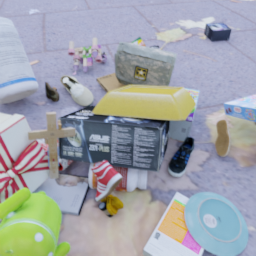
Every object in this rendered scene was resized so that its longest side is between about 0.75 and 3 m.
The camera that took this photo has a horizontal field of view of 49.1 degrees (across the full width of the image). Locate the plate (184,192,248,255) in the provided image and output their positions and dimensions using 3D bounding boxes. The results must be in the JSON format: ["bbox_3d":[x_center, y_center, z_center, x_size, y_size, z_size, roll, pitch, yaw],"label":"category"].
[{"bbox_3d":[2.350,2.428,7.333,1.787,0.228,1.787,10,46,-10],"label":"plate"}]

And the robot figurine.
[{"bbox_3d":[-2.148,2.279,6.101,1.248,1.893,2.158,-26,17,1],"label":"robot figurine"}]

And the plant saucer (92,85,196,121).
[{"bbox_3d":[0.634,-0.912,8.880,2.736,0.663,2.737,5,16,19],"label":"plant saucer"}]

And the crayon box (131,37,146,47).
[{"bbox_3d":[0.341,-3.856,14.314,1.291,0.436,1.497,-32,41,11],"label":"crayon box"}]

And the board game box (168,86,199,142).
[{"bbox_3d":[1.967,-0.560,10.478,1.012,1.030,1.964,13,42,12],"label":"board game box"}]

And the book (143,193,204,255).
[{"bbox_3d":[1.384,2.724,7.182,1.262,0.454,1.890,25,47,22],"label":"book"}]

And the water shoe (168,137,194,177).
[{"bbox_3d":[1.728,0.888,9.119,0.570,0.630,1.595,18,44,19],"label":"water shoe"}]

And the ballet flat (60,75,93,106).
[{"bbox_3d":[-2.277,-1.663,11.931,0.785,0.785,2.259,-24,43,-26],"label":"ballet flat"}]

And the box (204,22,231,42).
[{"bbox_3d":[5.339,-5.742,16.726,1.162,0.716,1.153,-7,43,-8],"label":"box"}]

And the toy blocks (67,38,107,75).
[{"bbox_3d":[-1.961,-3.302,13.764,1.572,1.682,1.416,-5,73,11],"label":"toy blocks"}]

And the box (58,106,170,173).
[{"bbox_3d":[-0.296,0.189,8.623,2.932,1.263,2.401,6,14,13],"label":"box"}]

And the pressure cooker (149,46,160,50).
[{"bbox_3d":[1.338,-3.780,14.388,0.784,0.796,0.891,-19,45,-16],"label":"pressure cooker"}]

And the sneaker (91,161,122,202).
[{"bbox_3d":[-0.678,1.352,7.254,0.757,1.345,0.479,48,45,14],"label":"sneaker"}]

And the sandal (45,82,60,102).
[{"bbox_3d":[-3.155,-1.509,11.826,0.424,0.635,1.555,-10,26,-34],"label":"sandal"}]

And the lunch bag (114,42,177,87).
[{"bbox_3d":[0.663,-2.367,11.048,2.196,2.678,1.574,16,86,5],"label":"lunch bag"}]

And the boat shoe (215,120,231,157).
[{"bbox_3d":[3.342,0.402,9.686,0.523,0.491,1.419,-13,52,37],"label":"boat shoe"}]

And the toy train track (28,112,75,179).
[{"bbox_3d":[-2.073,0.479,7.677,1.200,2.091,0.340,-4,31,-18],"label":"toy train track"}]

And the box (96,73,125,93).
[{"bbox_3d":[-0.278,-2.020,12.664,1.844,0.196,1.507,-23,54,-27],"label":"box"}]

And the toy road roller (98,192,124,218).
[{"bbox_3d":[-0.426,2.037,7.756,0.580,0.488,0.795,-24,34,21],"label":"toy road roller"}]

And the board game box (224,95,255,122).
[{"bbox_3d":[4.871,-0.710,9.182,2.157,0.522,2.851,-15,12,-10],"label":"board game box"}]

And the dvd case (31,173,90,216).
[{"bbox_3d":[-2.129,1.881,8.337,1.827,0.160,1.304,6,42,8],"label":"dvd case"}]

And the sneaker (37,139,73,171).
[{"bbox_3d":[-2.667,0.813,9.212,1.840,0.614,0.986,17,40,14],"label":"sneaker"}]

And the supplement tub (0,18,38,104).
[{"bbox_3d":[-4.961,-2.578,11.114,1.927,2.921,1.927,-20,3,1],"label":"supplement tub"}]

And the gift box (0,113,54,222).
[{"bbox_3d":[-3.612,1.064,7.684,2.421,2.593,2.393,10,44,34],"label":"gift box"}]

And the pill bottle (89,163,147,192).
[{"bbox_3d":[-0.273,1.401,8.303,1.660,0.931,0.931,4,41,5],"label":"pill bottle"}]
